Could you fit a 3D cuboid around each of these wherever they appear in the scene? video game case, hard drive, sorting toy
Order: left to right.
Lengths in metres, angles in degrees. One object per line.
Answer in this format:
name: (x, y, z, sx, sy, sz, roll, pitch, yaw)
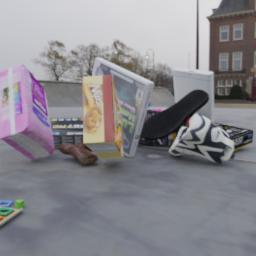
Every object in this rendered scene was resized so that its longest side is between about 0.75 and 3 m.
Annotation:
sorting toy: (-2.184, 1.353, 4.415, 0.764, 0.185, 1.356, 1, 7, 11)
video game case: (-0.470, -0.740, 9.210, 0.316, 2.460, 2.706, -7, 30, -42)
hard drive: (2.704, -1.119, 11.599, 1.723, 2.612, 0.349, 19, 41, 40)

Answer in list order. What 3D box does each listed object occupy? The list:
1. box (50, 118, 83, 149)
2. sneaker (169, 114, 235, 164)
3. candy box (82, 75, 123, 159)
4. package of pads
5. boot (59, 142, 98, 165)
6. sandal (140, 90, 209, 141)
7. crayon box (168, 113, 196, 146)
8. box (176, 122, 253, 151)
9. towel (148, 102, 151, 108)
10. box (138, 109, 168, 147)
box: (-2.851, 0.196, 11.099, 2.614, 0.642, 2.107, -1, 21, -7)
sneaker: (2.231, 0.570, 8.244, 1.606, 0.985, 2.468, 30, -25, 4)
candy box: (-0.554, -0.116, 7.017, 0.710, 1.482, 2.568, -4, -13, 2)
package of pads: (-3.078, -0.461, 8.477, 0.989, 2.614, 1.575, -21, -33, 3)
boot: (-1.216, 0.767, 8.379, 1.288, 0.444, 1.382, -3, 10, -42)
sandal: (1.735, -0.328, 9.955, 2.937, 0.662, 1.103, -34, 46, -17)
crayon box: (2.188, -0.072, 10.968, 0.456, 1.767, 1.111, 25, 11, 14)
box: (3.102, 0.346, 10.026, 2.223, 0.549, 1.775, -13, 17, -39)
towel: (-0.207, -0.752, 11.634, 1.611, 0.265, 2.225, -17, 7, -21)
box: (1.113, -0.103, 11.742, 1.220, 1.405, 2.127, 3, 7, 8)
